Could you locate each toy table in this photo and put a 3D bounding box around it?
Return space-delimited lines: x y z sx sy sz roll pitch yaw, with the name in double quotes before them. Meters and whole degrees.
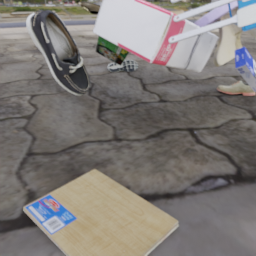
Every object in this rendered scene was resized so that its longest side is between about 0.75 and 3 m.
"toy table" 3.297 -3.018 8.191 2.565 1.502 2.357 -30 6 6

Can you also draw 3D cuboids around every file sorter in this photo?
"file sorter" 2.965 -2.914 5.626 1.777 1.233 1.090 -16 25 11

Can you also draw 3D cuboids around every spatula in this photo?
"spatula" 1.346 -1.831 4.118 1.585 1.102 0.127 -8 -22 33

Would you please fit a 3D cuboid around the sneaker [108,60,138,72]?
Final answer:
"sneaker" -0.291 -3.346 15.063 1.626 0.630 0.647 -2 17 -5

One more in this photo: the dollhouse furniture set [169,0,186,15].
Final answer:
"dollhouse furniture set" 1.380 -3.752 9.652 2.119 2.674 1.898 13 21 36

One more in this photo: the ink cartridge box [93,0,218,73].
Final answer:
"ink cartridge box" 0.778 -2.288 6.905 1.918 1.084 2.618 35 24 29

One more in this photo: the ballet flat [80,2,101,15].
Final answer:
"ballet flat" -0.683 -3.454 8.584 1.745 0.405 0.588 20 16 5

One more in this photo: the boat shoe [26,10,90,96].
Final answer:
"boat shoe" -1.568 -1.813 7.075 0.719 2.383 0.880 6 45 41

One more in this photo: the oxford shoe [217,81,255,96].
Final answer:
"oxford shoe" 4.498 -1.701 11.645 1.525 0.563 0.540 5 26 11

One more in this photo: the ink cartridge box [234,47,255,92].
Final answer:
"ink cartridge box" 2.627 -1.241 6.060 0.228 1.032 0.485 -16 56 40

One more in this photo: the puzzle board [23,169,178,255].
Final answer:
"puzzle board" -0.549 1.650 5.141 2.358 0.205 1.777 23 35 40

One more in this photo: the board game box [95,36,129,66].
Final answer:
"board game box" -0.537 -2.659 9.483 1.095 0.245 2.090 30 -4 -9
